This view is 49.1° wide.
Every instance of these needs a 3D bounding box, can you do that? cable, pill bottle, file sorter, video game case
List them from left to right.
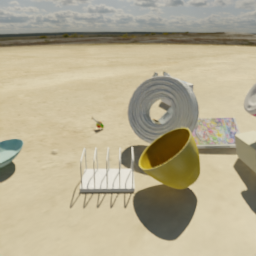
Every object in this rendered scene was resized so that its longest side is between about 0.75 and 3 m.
[{"bbox_3d":[-0.608,1.179,8.326,1.574,0.980,1.092,-1,22,-1],"label":"file sorter"},{"bbox_3d":[1.269,-0.609,10.344,2.630,2.629,0.910,37,10,22],"label":"cable"},{"bbox_3d":[3.272,0.175,10.705,1.914,0.172,1.370,-1,50,1],"label":"video game case"},{"bbox_3d":[4.810,-0.560,8.617,2.131,1.208,1.208,24,20,-11],"label":"pill bottle"}]

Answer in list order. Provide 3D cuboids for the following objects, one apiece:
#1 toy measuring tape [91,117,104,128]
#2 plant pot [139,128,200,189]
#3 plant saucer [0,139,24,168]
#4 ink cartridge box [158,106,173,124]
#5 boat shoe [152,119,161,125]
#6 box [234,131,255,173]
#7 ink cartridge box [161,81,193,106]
[{"bbox_3d":[-1.366,-0.205,12.162,0.828,0.304,0.304,39,-5,-38],"label":"toy measuring tape"},{"bbox_3d":[1.339,1.005,7.942,1.717,1.219,1.717,-34,17,12],"label":"plant pot"},{"bbox_3d":[-4.333,0.971,9.352,1.826,0.352,1.826,-13,26,6],"label":"plant saucer"},{"bbox_3d":[2.035,-0.613,11.382,0.322,1.469,1.483,48,12,25],"label":"ink cartridge box"},{"bbox_3d":[1.175,-0.212,12.354,1.336,0.418,0.475,4,25,14],"label":"boat shoe"},{"bbox_3d":[4.135,0.836,8.727,0.761,0.914,2.225,-13,16,3],"label":"box"},{"bbox_3d":[2.739,-1.970,15.839,1.491,1.078,1.097,-10,24,-23],"label":"ink cartridge box"}]
